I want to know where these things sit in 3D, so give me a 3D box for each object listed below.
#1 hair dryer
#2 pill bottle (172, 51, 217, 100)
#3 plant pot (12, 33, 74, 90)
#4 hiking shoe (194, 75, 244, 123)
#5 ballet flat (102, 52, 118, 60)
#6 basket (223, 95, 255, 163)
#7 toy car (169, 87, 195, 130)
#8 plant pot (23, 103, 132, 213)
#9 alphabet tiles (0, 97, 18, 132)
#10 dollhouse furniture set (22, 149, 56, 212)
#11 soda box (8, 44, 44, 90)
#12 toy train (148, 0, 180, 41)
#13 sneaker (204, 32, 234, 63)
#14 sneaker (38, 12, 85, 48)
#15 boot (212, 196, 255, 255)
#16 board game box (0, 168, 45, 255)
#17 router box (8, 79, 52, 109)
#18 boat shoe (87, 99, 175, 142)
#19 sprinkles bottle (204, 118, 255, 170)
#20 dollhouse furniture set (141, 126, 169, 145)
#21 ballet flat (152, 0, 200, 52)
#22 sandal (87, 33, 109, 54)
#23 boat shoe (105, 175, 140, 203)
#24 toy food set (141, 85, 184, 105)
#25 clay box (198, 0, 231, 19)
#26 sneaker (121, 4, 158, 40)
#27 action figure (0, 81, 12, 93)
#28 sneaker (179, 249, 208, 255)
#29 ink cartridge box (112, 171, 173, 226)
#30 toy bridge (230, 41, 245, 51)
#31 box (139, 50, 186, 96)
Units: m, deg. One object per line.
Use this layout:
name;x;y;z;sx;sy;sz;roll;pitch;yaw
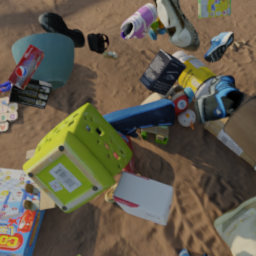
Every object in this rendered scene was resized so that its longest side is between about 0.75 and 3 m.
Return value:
hair dryer;-0.819;0.949;10.545;2.801;0.761;2.133;28;75;25
pill bottle;2.822;-2.302;12.305;1.336;1.336;2.385;-26;58;-17
plant pot;-2.654;-2.015;9.210;1.989;1.989;1.339;-12;84;-8
hiking shoe;2.922;-0.869;8.318;1.118;0.959;2.578;0;31;36
ballet flat;-0.539;-2.432;9.395;0.766;0.241;0.263;-16;76;-53
basket;3.285;0.338;6.511;1.219;1.616;1.792;-32;65;-3
toy car;2.248;-0.584;11.195;1.369;1.314;1.486;-34;77;-1
plant pot;-1.222;0.801;6.744;1.849;1.840;1.678;50;23;-11
alphabet tiles;-5.633;-0.552;11.792;1.904;0.139;1.862;-9;55;-7
dollhouse furniture set;-2.301;1.463;7.866;1.358;1.029;1.549;-13;62;13
soda box;-2.695;-1.610;7.448;0.399;0.361;1.138;29;82;-3
toy train;1.363;-4.382;11.141;1.290;2.230;0.944;-37;80;1
sneaker;3.245;-2.964;10.307;1.479;0.580;0.665;-45;45;-16
sneaker;-2.390;-3.213;9.687;0.881;2.224;0.838;-5;83;23
boot;3.822;3.041;8.206;2.262;0.815;1.749;-42;51;24
board game box;-4.143;2.669;9.100;2.673;0.747;2.617;5;54;3
router box;-2.982;-1.078;8.523;1.102;0.822;0.281;13;27;-28
boat shoe;0.129;-0.070;8.145;2.638;0.905;1.110;-13;19;5
sprinkles bottle;4.212;0.500;10.528;0.951;0.951;2.787;-34;61;-22
dollhouse furniture set;1.057;-0.112;10.491;1.065;1.626;0.816;13;69;12
ballet flat;1.608;-3.737;9.983;1.009;2.975;1.120;-13;37;37
sandal;-1.090;-3.396;11.238;0.542;0.851;2.263;-8;17;9
boat shoe;-0.177;2.057;9.728;1.445;0.453;0.530;-31;60;-20
toy food set;1.144;-0.836;11.260;2.175;1.561;0.657;-44;107;-31
clay box;3.313;-4.596;10.712;1.190;0.684;0.283;-6;17;-2
sneaker;0.176;-3.803;10.727;1.349;2.365;0.857;-39;93;-8
action figure;-5.283;-1.940;12.588;0.642;0.507;1.963;38;58;18
sneaker;2.560;4.129;8.048;2.320;0.834;0.841;15;50;7
ink cartridge box;0.446;1.873;7.263;1.295;1.785;0.744;16;67;15
toy bridge;5.613;-4.298;14.476;0.985;0.134;0.331;-29;58;-19
box;1.180;-1.851;9.530;0.953;1.288;0.672;11;34;-46
